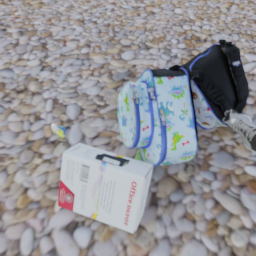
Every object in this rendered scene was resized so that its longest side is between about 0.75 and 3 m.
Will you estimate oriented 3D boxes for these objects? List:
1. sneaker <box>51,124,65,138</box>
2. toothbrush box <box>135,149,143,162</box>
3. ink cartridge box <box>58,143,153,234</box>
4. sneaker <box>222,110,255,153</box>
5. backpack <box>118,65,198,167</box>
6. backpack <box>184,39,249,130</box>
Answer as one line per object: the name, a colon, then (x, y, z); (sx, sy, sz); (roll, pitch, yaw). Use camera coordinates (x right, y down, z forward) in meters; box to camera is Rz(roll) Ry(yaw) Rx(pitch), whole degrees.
sneaker: (-2.628, 0.025, 10.630); (0.289, 0.763, 0.401); (-1, 48, 24)
toothbrush box: (0.546, 1.140, 9.820); (0.618, 0.365, 0.849); (21, 46, 1)
ink cartridge box: (-0.682, 1.726, 8.281); (2.501, 1.823, 1.036); (15, 18, 15)
sneaker: (3.591, 0.032, 8.884); (1.148, 0.746, 1.988); (25, 21, -20)
backpack: (0.813, -0.210, 8.872); (2.101, 2.617, 2.859); (-10, 85, -15)
backpack: (3.046, -1.357, 10.633); (2.961, 2.281, 2.820); (-39, 98, -29)
